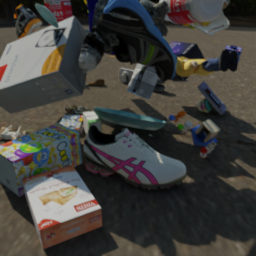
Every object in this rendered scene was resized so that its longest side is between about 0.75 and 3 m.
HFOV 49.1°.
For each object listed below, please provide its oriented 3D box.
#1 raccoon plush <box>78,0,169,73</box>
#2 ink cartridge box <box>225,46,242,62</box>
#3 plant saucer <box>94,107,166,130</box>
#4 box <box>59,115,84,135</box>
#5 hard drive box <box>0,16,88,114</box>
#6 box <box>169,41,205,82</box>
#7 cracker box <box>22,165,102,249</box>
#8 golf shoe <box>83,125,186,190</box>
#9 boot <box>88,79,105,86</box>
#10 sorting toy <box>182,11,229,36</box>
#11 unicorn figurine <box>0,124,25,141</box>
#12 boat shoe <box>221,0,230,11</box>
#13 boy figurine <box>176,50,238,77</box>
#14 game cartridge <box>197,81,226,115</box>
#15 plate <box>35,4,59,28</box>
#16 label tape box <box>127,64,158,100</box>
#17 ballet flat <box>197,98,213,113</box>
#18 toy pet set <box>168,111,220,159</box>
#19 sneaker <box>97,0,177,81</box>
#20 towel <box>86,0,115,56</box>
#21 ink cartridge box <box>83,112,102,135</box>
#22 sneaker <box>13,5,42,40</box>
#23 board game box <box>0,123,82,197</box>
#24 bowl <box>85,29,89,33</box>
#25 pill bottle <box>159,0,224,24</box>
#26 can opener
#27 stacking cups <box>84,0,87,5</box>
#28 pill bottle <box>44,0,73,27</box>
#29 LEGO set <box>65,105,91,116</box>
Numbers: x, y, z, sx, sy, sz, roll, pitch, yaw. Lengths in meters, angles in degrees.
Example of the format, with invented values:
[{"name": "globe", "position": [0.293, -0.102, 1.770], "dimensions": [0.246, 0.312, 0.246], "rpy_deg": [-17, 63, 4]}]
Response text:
[{"name": "raccoon plush", "position": [0.030, -2.432, 7.738], "dimensions": [1.949, 1.407, 2.909], "rpy_deg": [9, 67, 9]}, {"name": "ink cartridge box", "position": [3.900, -2.726, 10.532], "dimensions": [0.582, 0.853, 0.325], "rpy_deg": [18, 46, 21]}, {"name": "plant saucer", "position": [0.031, -0.295, 9.453], "dimensions": [2.470, 0.339, 2.470], "rpy_deg": [12, 6, -1]}, {"name": "box", "position": [-2.005, -0.120, 10.013], "dimensions": [0.818, 0.238, 1.195], "rpy_deg": [1, 25, 2]}, {"name": "hard drive box", "position": [-2.489, -1.720, 8.027], "dimensions": [2.671, 1.026, 2.082], "rpy_deg": [-12, 55, 26]}, {"name": "box", "position": [2.086, -2.826, 11.736], "dimensions": [1.306, 0.921, 1.765], "rpy_deg": [-44, 32, -8]}, {"name": "cracker box", "position": [-1.478, 1.581, 6.045], "dimensions": [1.217, 0.524, 1.818], "rpy_deg": [-13, 29, -26]}, {"name": "golf shoe", "position": [0.090, 0.708, 7.051], "dimensions": [2.785, 1.282, 1.011], "rpy_deg": [10, 26, 18]}, {"name": "boot", "position": [-1.683, -2.404, 14.791], "dimensions": [0.887, 0.335, 0.326], "rpy_deg": [-4, 27, -7]}, {"name": "sorting toy", "position": [3.172, -4.356, 11.374], "dimensions": [1.807, 0.965, 1.627], "rpy_deg": [-26, 55, -12]}, {"name": "unicorn figurine", "position": [-3.752, 0.216, 9.193], "dimensions": [1.148, 0.424, 0.789], "rpy_deg": [-7, 32, 19]}, {"name": "boat shoe", "position": [2.533, -3.515, 8.220], "dimensions": [0.314, 0.343, 0.917], "rpy_deg": [-49, 16, -15]}, {"name": "boy figurine", "position": [1.578, -1.323, 5.885], "dimensions": [0.892, 0.462, 1.435], "rpy_deg": [-7, 11, -30]}, {"name": "game cartridge", "position": [3.373, -1.210, 11.207], "dimensions": [1.450, 0.278, 0.940], "rpy_deg": [50, 26, 2]}, {"name": "plate", "position": [-2.118, -2.979, 7.402], "dimensions": [0.101, 0.787, 0.787], "rpy_deg": [-50, 43, -10]}, {"name": "label tape box", "position": [0.617, -1.873, 9.201], "dimensions": [0.562, 1.700, 1.218], "rpy_deg": [18, 8, -18]}, {"name": "ballet flat", "position": [3.229, -0.986, 11.603], "dimensions": [0.619, 0.602, 1.741], "rpy_deg": [-6, 13, 35]}, {"name": "toy pet set", "position": [2.000, 0.242, 8.532], "dimensions": [1.411, 0.802, 1.511], "rpy_deg": [-20, 60, -38]}, {"name": "sneaker", "position": [0.255, -1.905, 6.541], "dimensions": [2.744, 1.137, 0.973], "rpy_deg": [33, 17, -51]}, {"name": "towel", "position": [-0.837, -3.551, 9.389], "dimensions": [0.538, 2.173, 1.605], "rpy_deg": [-26, 36, -32]}, {"name": "ink cartridge box", "position": [-1.197, -0.056, 9.328], "dimensions": [0.408, 0.709, 0.971], "rpy_deg": [-9, 27, -18]}, {"name": "sneaker", "position": [-3.536, -3.601, 9.586], "dimensions": [0.806, 0.795, 2.060], "rpy_deg": [-46, 24, -20]}, {"name": "board game box", "position": [-2.281, 0.738, 7.290], "dimensions": [1.016, 0.998, 1.937], "rpy_deg": [19, 31, 35]}, {"name": "bowl", "position": [-2.026, -3.529, 11.957], "dimensions": [1.884, 0.986, 1.884], "rpy_deg": [12, 54, -17]}, {"name": "pill bottle", "position": [1.737, -3.622, 8.195], "dimensions": [1.083, 1.083, 1.929], "rpy_deg": [-12, 20, -24]}, {"name": "can opener", "position": [0.708, -2.562, 14.588], "dimensions": [2.970, 0.782, 0.987], "rpy_deg": [22, 32, 38]}, {"name": "stacking cups", "position": [-1.359, -4.723, 12.796], "dimensions": [0.768, 2.537, 0.768], "rpy_deg": [-3, 57, 4]}, {"name": "pill bottle", "position": [-2.325, -3.736, 9.658], "dimensions": [0.853, 1.520, 0.853], "rpy_deg": [-6, 23, 2]}, {"name": "LEGO set", "position": [-2.019, -0.711, 11.082], "dimensions": [1.438, 0.407, 0.934], "rpy_deg": [18, 31, 33]}]
